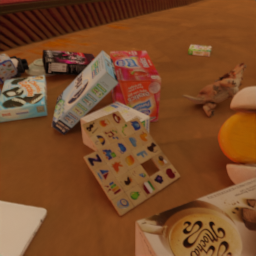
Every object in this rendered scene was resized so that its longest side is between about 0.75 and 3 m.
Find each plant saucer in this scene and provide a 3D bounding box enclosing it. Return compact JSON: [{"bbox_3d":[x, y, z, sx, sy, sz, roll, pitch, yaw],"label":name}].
[{"bbox_3d":[-3.780,-2.796,12.628,1.685,0.423,1.685,0,32,0],"label":"plant saucer"}]

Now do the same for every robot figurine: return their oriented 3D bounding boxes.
[{"bbox_3d":[-4.869,-2.611,11.991,1.127,0.703,0.846,-17,35,-12],"label":"robot figurine"}]

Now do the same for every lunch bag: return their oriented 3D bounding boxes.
[{"bbox_3d":[-4.928,-2.224,10.870,1.051,1.311,0.495,-39,81,-17],"label":"lunch bag"}]

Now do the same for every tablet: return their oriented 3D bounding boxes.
[{"bbox_3d":[-3.026,1.939,5.262,2.532,0.173,1.648,7,33,11],"label":"tablet"}]

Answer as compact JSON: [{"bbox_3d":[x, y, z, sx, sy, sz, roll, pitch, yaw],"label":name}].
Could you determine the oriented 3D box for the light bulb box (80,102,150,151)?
[{"bbox_3d":[-0.335,0.063,7.609,1.338,0.843,1.350,28,42,37],"label":"light bulb box"}]

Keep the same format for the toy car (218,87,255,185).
[{"bbox_3d":[3.382,0.313,6.503,2.547,2.229,1.910,6,-4,10],"label":"toy car"}]

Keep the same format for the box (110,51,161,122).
[{"bbox_3d":[0.140,-1.516,9.566,1.405,1.467,2.942,-3,32,-5],"label":"box"}]

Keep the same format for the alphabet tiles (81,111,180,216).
[{"bbox_3d":[-0.071,0.612,6.424,1.833,0.083,2.192,-24,70,-34],"label":"alphabet tiles"}]

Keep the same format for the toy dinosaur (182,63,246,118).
[{"bbox_3d":[3.050,-1.239,9.628,2.590,1.111,1.755,-18,23,1],"label":"toy dinosaur"}]

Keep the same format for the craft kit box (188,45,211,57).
[{"bbox_3d":[3.825,-4.131,14.934,1.121,0.275,1.135,7,32,16],"label":"craft kit box"}]

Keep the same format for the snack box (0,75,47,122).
[{"bbox_3d":[-3.630,-1.106,9.819,1.480,0.473,2.548,-10,33,-12],"label":"snack box"}]

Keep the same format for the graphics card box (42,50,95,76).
[{"bbox_3d":[-2.457,-2.772,12.016,2.276,0.579,1.428,-2,35,-21],"label":"graphics card box"}]

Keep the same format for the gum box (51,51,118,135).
[{"bbox_3d":[-1.340,-1.122,8.532,2.269,0.505,1.927,-42,29,17],"label":"gum box"}]

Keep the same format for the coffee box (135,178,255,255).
[{"bbox_3d":[1.634,1.913,4.427,2.689,1.073,1.520,-13,34,-20],"label":"coffee box"}]
